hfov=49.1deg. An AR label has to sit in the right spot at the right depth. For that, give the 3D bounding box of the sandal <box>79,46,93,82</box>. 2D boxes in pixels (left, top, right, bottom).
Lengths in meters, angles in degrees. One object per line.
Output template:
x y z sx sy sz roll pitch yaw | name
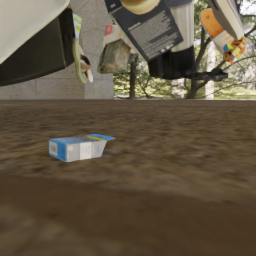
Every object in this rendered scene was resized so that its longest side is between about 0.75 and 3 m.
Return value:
-1.952 -2.613 11.689 0.522 1.820 0.697 -22 -21 -1 | sandal

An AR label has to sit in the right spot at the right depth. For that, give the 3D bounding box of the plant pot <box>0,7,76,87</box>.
-2.879 -2.783 8.824 2.160 2.435 2.429 0 24 6 | plant pot

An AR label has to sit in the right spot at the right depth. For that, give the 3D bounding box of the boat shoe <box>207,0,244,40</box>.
2.713 -3.358 7.105 2.466 1.144 0.921 32 20 -48 | boat shoe

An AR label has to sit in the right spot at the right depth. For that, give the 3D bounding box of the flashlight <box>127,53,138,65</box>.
0.322 -3.248 11.439 0.528 0.529 1.558 33 58 23 | flashlight

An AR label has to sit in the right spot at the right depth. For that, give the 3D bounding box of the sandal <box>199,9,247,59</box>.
3.470 -3.580 10.561 0.895 2.336 0.669 -41 -10 19 | sandal

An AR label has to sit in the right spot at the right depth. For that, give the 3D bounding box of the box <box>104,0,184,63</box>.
0.295 -3.276 7.378 1.299 2.096 2.061 -27 -31 19 | box

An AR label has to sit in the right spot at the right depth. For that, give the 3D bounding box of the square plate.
-2.256 -2.411 4.633 2.924 2.952 0.420 -25 -11 30 | square plate

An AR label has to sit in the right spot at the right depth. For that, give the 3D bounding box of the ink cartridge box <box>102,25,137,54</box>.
-0.152 -3.293 10.450 1.455 0.847 0.491 14 9 19 | ink cartridge box

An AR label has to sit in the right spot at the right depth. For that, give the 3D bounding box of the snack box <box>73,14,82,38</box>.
-3.066 -4.026 11.026 0.621 1.667 2.344 4 -7 45 | snack box

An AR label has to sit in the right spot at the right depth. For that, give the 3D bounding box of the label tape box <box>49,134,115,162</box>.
-0.728 0.302 4.484 0.874 0.277 0.630 -5 9 -37 | label tape box

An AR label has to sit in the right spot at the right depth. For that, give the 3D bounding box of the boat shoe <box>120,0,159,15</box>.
0.472 -2.692 4.734 0.860 2.383 0.774 4 -28 20 | boat shoe

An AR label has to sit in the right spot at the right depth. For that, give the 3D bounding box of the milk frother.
2.044 -2.951 9.639 2.763 2.599 2.494 2 39 18 | milk frother

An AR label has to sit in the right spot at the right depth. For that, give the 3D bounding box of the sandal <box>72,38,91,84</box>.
-0.681 -0.973 4.197 0.229 0.319 0.804 -7 -34 -7 | sandal

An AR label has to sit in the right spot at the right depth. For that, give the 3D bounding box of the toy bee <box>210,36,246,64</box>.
3.324 -2.364 8.979 0.783 1.196 0.650 4 47 -23 | toy bee

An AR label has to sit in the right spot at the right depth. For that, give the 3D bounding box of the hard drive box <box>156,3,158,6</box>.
0.332 -2.824 5.558 0.317 0.644 0.826 11 17 -37 | hard drive box

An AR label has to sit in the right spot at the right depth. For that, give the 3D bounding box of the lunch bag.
-0.480 -1.984 7.928 0.962 0.789 0.566 -3 -26 42 | lunch bag
